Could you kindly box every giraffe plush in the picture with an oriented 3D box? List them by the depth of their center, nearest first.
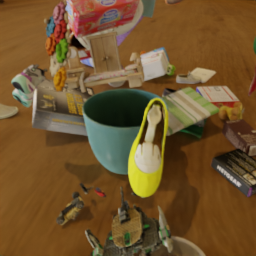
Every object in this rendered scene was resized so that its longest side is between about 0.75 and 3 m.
[{"bbox_3d":[3.704,-0.566,10.294,0.832,0.885,1.026,13,25,33],"label":"giraffe plush"}]

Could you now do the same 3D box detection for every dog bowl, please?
[{"bbox_3d":[0.848,2.741,5.243,1.558,0.457,1.558,1,32,0],"label":"dog bowl"}]

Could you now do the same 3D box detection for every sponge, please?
[{"bbox_3d":[-0.430,-4.859,12.528,1.515,2.716,0.405,30,57,-19],"label":"sponge"}]

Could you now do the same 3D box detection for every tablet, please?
[{"bbox_3d":[3.714,-2.718,14.322,1.067,0.112,1.640,19,37,28],"label":"tablet"}]

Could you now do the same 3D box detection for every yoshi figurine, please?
[{"bbox_3d":[1.367,-3.269,14.362,2.142,1.204,1.199,28,57,33],"label":"yoshi figurine"}]

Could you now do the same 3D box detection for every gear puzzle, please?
[{"bbox_3d":[-1.323,-1.414,5.068,0.224,0.885,1.708,6,66,-37],"label":"gear puzzle"}]

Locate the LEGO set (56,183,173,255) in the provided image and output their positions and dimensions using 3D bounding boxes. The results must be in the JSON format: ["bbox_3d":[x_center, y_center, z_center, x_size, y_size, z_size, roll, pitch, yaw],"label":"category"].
[{"bbox_3d":[-0.211,2.055,5.866,1.895,0.827,2.918,-43,37,-13],"label":"LEGO set"}]

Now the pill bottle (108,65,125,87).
[{"bbox_3d":[-0.638,-2.676,13.503,0.899,0.899,1.613,-4,32,-6],"label":"pill bottle"}]

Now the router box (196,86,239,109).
[{"bbox_3d":[3.707,-1.283,11.766,1.342,0.365,1.495,-2,32,-2],"label":"router box"}]

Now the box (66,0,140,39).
[{"bbox_3d":[-0.671,-2.983,6.928,1.697,0.846,0.810,-24,77,-22],"label":"box"}]

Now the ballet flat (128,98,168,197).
[{"bbox_3d":[0.425,0.295,5.554,0.687,0.689,2.055,11,63,6],"label":"ballet flat"}]

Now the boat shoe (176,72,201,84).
[{"bbox_3d":[2.933,-2.457,13.443,1.215,0.518,0.449,2,44,4],"label":"boat shoe"}]

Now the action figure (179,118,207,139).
[{"bbox_3d":[1.343,-0.527,10.254,2.924,0.799,1.727,10,36,21],"label":"action figure"}]

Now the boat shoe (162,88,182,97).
[{"bbox_3d":[2.125,-1.384,11.796,1.388,0.509,0.517,9,33,14],"label":"boat shoe"}]

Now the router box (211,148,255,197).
[{"bbox_3d":[3.193,1.190,7.808,1.047,0.359,1.404,-15,35,-23],"label":"router box"}]

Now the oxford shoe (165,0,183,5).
[{"bbox_3d":[1.209,-2.962,6.169,0.819,0.292,0.298,-27,17,-1],"label":"oxford shoe"}]

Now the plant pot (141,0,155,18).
[{"bbox_3d":[0.081,-4.582,9.497,1.309,1.285,1.281,-7,35,-28],"label":"plant pot"}]

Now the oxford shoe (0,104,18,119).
[{"bbox_3d":[-5.327,-0.755,10.717,2.102,0.607,0.790,3,29,1],"label":"oxford shoe"}]

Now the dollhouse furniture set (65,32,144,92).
[{"bbox_3d":[-0.720,-1.483,6.151,2.010,1.151,2.357,-9,16,6],"label":"dollhouse furniture set"}]

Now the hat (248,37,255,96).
[{"bbox_3d":[4.157,-2.585,9.103,2.219,2.088,2.520,-14,24,-8],"label":"hat"}]

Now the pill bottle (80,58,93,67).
[{"bbox_3d":[-2.060,-3.969,15.429,1.885,1.056,1.056,26,40,34],"label":"pill bottle"}]

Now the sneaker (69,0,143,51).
[{"bbox_3d":[-0.788,-2.994,8.536,2.913,1.061,1.233,-15,35,45],"label":"sneaker"}]

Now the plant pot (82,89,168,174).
[{"bbox_3d":[-0.075,0.188,8.014,2.299,1.845,2.299,0,31,0],"label":"plant pot"}]

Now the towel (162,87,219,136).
[{"bbox_3d":[1.757,-0.589,9.586,2.194,0.337,1.637,-22,48,-21],"label":"towel"}]

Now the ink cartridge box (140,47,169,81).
[{"bbox_3d":[0.877,-2.263,9.944,0.955,0.560,1.322,-15,31,22],"label":"ink cartridge box"}]

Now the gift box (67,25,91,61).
[{"bbox_3d":[-1.694,-3.998,10.838,2.066,1.907,1.930,-3,62,19],"label":"gift box"}]

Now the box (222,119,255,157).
[{"bbox_3d":[3.746,0.303,9.082,0.730,0.546,1.458,-7,31,-10],"label":"box"}]

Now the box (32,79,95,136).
[{"bbox_3d":[-2.220,-0.818,10.086,2.266,0.692,2.861,10,27,-22],"label":"box"}]

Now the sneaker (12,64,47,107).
[{"bbox_3d":[-2.272,-1.065,6.698,0.522,1.342,0.939,39,65,-8],"label":"sneaker"}]
